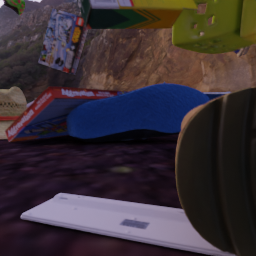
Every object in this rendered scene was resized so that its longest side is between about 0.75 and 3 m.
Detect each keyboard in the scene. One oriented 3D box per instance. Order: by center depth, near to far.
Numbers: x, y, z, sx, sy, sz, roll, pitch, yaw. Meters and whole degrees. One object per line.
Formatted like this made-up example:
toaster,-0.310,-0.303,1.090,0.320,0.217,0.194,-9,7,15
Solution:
keyboard,0.054,0.526,1.562,1.335,0.071,0.376,2,10,21

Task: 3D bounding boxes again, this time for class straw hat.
straw hat,-2.844,-0.407,6.400,2.553,1.080,2.553,0,4,0

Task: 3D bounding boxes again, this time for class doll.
doll,3.590,-3.344,10.702,1.303,0.463,1.910,-29,56,-37

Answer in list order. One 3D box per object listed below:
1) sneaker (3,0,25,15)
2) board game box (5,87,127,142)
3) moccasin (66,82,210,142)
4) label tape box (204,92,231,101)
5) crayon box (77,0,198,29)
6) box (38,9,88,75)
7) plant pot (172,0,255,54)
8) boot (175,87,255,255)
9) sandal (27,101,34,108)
sneaker,-3.123,-3.409,7.611,0.429,0.393,1.024,23,-2,0
board game box,-0.910,-0.287,5.657,1.388,0.262,2.695,-37,-15,29
moccasin,0.193,-0.283,5.152,2.581,1.039,0.880,-3,-8,-8
label tape box,2.712,-0.403,6.981,2.634,0.871,1.887,-2,5,-43
crayon box,0.137,-3.307,6.785,2.775,1.761,0.705,-9,-20,-23
box,-2.209,-2.952,9.641,1.309,1.912,0.381,21,9,13
plant pot,2.877,-3.396,7.701,2.271,2.503,2.491,13,14,41
boot,1.628,0.029,2.226,2.546,0.962,2.908,4,4,14
sandal,-4.012,-0.640,11.976,2.424,0.695,0.929,-20,-15,3
